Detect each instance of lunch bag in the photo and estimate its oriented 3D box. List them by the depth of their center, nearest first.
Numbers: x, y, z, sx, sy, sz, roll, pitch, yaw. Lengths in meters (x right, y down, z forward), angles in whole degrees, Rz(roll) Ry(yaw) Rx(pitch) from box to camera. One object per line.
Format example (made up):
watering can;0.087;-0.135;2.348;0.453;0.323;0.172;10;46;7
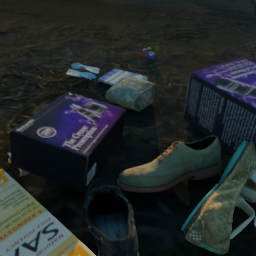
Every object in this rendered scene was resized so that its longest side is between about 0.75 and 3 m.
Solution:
lunch bag;0.068;-0.967;8.299;1.025;0.735;1.250;22;37;27

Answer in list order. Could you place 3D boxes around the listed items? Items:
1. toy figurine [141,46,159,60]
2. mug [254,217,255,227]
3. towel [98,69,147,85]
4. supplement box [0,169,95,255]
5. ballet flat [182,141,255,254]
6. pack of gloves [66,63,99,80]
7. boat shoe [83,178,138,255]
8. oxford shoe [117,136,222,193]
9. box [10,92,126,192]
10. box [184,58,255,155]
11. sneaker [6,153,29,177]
toy figurine;0.974;-3.001;11.536;0.839;0.443;0.503;-18;68;-19
mug;2.774;1.733;4.445;1.245;1.049;1.420;39;79;16
towel;-0.189;-1.677;9.754;1.445;0.172;1.061;21;43;29
supplement box;-1.823;1.924;4.119;2.599;0.956;1.638;27;44;31
ballet flat;1.980;1.241;5.187;0.866;0.935;2.652;34;53;21
pack of gloves;-1.608;-2.113;10.148;1.052;0.208;0.884;12;39;-3
boat shoe;-0.348;1.392;4.795;0.861;0.764;2.304;-7;25;-6
oxford shoe;0.847;0.678;5.782;2.312;0.865;0.814;-13;21;-17
box;-1.185;0.153;6.187;1.630;0.911;2.309;15;29;11
box;3.110;-0.431;6.924;2.089;1.473;2.824;-20;40;-26
sneaker;-2.461;0.804;6.300;0.325;0.273;0.829;-14;35;-43
